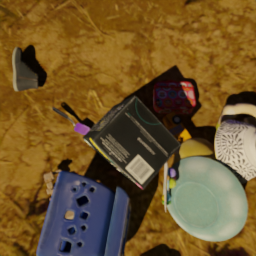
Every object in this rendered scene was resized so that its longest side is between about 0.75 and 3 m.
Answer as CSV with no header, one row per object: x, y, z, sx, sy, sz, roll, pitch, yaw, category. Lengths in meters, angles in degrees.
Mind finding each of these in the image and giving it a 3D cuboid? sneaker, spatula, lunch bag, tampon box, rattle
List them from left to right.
-4.183,-2.425,11.577,0.989,0.696,1.862,-4,83,-7,sneaker
-2.286,-0.291,10.976,1.688,0.477,0.173,37,38,1,spatula
-0.049,0.455,9.345,2.130,2.842,1.794,45,79,-9,tampon box
1.816,-1.293,11.203,1.634,0.669,1.439,0,65,-2,lunch bag
4.650,0.235,9.885,2.852,2.037,1.856,20,100,10,rattle

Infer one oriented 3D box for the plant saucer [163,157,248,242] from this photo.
2.337,2.453,9.269,2.968,0.571,2.968,8,104,35,plant saucer

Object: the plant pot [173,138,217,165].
2.642,1.328,9.852,1.756,1.246,1.756,-2,100,-14,plant pot

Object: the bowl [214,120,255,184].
4.037,0.718,9.350,2.242,1.052,2.242,8,75,-33,bowl

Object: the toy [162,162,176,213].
1.373,1.790,9.270,0.411,1.001,1.739,3,114,1,toy

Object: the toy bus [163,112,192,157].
1.989,0.581,10.663,0.914,0.760,2.334,-30,77,-7,toy bus

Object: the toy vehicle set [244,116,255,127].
5.328,0.279,11.016,1.008,0.215,1.622,-11,75,-3,toy vehicle set

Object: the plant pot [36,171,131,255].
-1.144,3.031,8.858,2.267,2.522,2.521,8,64,6,plant pot

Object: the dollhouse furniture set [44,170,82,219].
-2.374,2.474,10.066,0.779,0.912,1.760,-17,63,-26,dollhouse furniture set
